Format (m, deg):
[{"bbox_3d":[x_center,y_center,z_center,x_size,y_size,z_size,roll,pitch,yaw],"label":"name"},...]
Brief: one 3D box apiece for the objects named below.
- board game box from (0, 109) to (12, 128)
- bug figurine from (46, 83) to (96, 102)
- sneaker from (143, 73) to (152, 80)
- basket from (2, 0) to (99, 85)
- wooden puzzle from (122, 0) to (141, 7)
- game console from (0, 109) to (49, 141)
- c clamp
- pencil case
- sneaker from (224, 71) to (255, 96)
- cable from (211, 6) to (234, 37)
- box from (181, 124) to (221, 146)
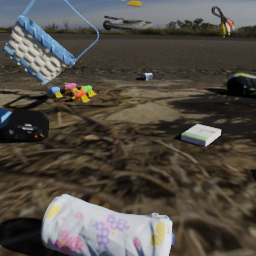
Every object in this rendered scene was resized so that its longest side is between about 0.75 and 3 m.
[{"bbox_3d":[-4.880,-0.287,8.662,2.076,0.419,1.588,14,25,31],"label":"board game box"},{"bbox_3d":[-2.379,-1.562,11.813,2.012,0.518,1.560,10,23,26],"label":"bug figurine"},{"bbox_3d":[1.120,-2.851,15.356,0.511,0.358,0.885,-5,20,-6],"label":"sneaker"},{"bbox_3d":[-2.023,-2.294,7.155,2.047,1.805,1.424,-43,16,12],"label":"basket"},{"bbox_3d":[0.035,-4.604,9.357,0.770,1.141,0.133,-7,3,-12],"label":"wooden puzzle"},{"bbox_3d":[-3.746,-0.197,7.890,2.945,0.355,1.737,6,19,-16],"label":"game console"},{"bbox_3d":[-0.146,-3.279,8.867,1.815,0.288,2.125,9,26,8],"label":"c clamp"},{"bbox_3d":[-0.282,1.418,3.739,1.736,0.788,0.722,6,14,18],"label":"pencil case"},{"bbox_3d":[5.374,-1.653,12.012,2.556,0.916,1.058,25,64,42],"label":"sneaker"},{"bbox_3d":[2.789,-3.145,8.105,0.476,0.981,0.247,-36,36,9],"label":"cable"},{"bbox_3d":[2.038,0.185,7.791,0.735,0.185,1.018,16,25,36],"label":"box"}]
